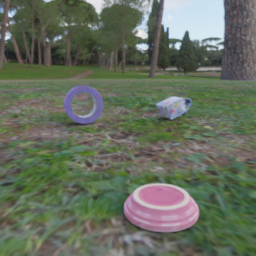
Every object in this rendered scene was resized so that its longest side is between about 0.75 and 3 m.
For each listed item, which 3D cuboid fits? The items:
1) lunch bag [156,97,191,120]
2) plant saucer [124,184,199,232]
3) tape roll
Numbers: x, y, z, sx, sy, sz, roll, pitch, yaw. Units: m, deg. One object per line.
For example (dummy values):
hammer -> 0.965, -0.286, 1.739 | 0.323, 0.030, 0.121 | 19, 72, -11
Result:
lunch bag -> 2.109, -0.954, 12.691 | 1.285, 0.817, 1.090 | -29, 20, -17
plant saucer -> 0.546, 1.262, 4.679 | 1.239, 0.314, 1.239 | -1, 13, 0
tape roll -> -1.855, -0.955, 11.569 | 1.534, 1.534, 0.652 | -4, 9, -17
